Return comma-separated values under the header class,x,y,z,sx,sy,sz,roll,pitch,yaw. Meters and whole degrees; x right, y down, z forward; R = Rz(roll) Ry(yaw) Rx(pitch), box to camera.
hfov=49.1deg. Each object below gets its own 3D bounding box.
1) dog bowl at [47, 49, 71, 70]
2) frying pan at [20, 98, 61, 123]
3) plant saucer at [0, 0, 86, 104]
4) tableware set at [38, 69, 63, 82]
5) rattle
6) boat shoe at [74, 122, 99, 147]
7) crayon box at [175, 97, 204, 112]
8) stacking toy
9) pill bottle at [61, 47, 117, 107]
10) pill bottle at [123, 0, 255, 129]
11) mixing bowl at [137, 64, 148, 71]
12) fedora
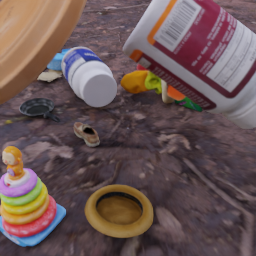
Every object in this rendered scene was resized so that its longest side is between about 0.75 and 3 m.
class,x,y,z,sx,sy,sz,roll,pitch,yaw
dog bowl,-2.599,-2.841,11.622,1.061,0.472,1.903,21,34,26
frying pan,-2.503,-0.541,8.571,1.697,0.276,1.026,15,38,18
plant saucer,-1.760,-1.566,4.412,2.680,0.433,2.680,-21,51,28
tableware set,-3.406,-2.199,11.068,1.876,0.218,1.567,9,35,12
rattle,0.651,-1.399,8.510,1.871,1.705,2.619,9,30,0
boat shoe,-1.118,0.081,7.532,0.419,0.398,1.108,-25,41,-32
crayon box,2.387,-1.184,9.330,0.950,0.466,1.600,24,41,31
stacking toy,-1.826,1.067,4.831,1.039,1.791,0.983,18,38,26
pill bottle,-1.310,-1.708,9.320,1.362,1.362,2.353,-14,37,-20
pill bottle,1.471,-1.290,5.192,2.822,1.611,1.611,33,35,-10
mixing bowl,1.621,-3.013,11.244,2.548,1.380,2.548,0,33,0
fedora,-0.172,1.614,5.180,1.250,0.510,1.250,5,35,-4
